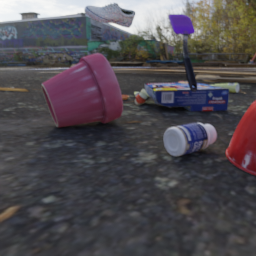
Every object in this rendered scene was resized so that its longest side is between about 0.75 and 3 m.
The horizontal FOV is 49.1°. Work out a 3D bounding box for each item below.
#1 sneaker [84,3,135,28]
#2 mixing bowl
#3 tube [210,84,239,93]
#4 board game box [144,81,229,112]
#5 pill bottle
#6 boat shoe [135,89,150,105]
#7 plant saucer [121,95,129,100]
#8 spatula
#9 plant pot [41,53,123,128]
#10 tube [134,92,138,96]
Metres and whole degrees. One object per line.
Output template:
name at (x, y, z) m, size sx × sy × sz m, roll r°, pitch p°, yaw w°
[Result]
sneaker at (-0.577, -3.859, 9.290) m, size 1.776 × 0.629 × 0.649 m, roll 0°, pitch 50°, yaw -32°
mixing bowl at (3.475, 0.041, 5.799) m, size 2.656 × 1.439 × 2.656 m, roll -1°, pitch 16°, yaw 0°
tube at (5.576, -2.410, 16.862) m, size 2.089 × 0.606 × 0.542 m, roll 10°, pitch 58°, yaw 42°
board game box at (2.307, -1.446, 12.274) m, size 2.987 × 0.921 × 2.985 m, roll -2°, pitch 15°, yaw -7°
pill bottle at (1.471, 0.236, 6.505) m, size 1.189 × 0.660 × 0.660 m, roll -10°, pitch 18°, yaw -32°
boat shoe at (0.685, -1.397, 12.932) m, size 0.561 × 0.493 × 1.577 m, roll 38°, pitch 21°, yaw 3°
plant saucer at (-0.383, -1.520, 14.069) m, size 0.830 × 0.155 × 0.830 m, roll 1°, pitch 16°, yaw 0°
spatula at (1.792, -2.348, 8.576) m, size 0.738 × 2.610 × 0.268 m, roll -6°, pitch -8°, yaw -14°
plant pot at (-1.519, -1.006, 8.793) m, size 1.980 × 2.213 × 2.213 m, roll -21°, pitch 21°, yaw -17°
tube at (0.511, -1.792, 14.970) m, size 0.270 × 0.302 × 1.039 m, roll -37°, pitch 10°, yaw 7°
